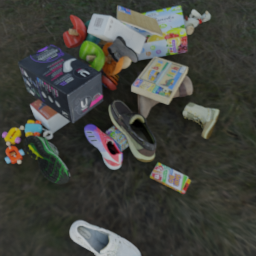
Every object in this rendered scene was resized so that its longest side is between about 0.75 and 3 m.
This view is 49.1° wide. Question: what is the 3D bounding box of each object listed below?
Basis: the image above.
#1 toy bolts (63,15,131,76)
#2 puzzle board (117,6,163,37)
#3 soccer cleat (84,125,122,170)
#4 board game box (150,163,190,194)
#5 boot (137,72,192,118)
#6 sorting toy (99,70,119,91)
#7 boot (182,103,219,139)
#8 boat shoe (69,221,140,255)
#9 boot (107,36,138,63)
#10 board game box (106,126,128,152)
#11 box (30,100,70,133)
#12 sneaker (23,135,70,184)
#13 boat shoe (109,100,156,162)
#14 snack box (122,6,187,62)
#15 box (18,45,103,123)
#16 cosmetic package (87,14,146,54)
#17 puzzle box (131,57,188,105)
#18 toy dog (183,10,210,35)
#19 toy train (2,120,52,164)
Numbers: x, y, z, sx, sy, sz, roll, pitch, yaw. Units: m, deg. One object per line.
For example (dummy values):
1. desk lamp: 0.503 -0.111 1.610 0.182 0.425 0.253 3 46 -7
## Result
1. toy bolts: -1.325 -2.915 11.216 1.877 2.585 2.707 -8 67 -37
2. puzzle board: 0.402 -4.335 11.353 1.808 0.209 2.399 15 32 -12
3. soccer cleat: -0.821 0.468 9.436 0.682 0.732 1.999 -17 54 -34
4. board game box: 1.364 1.617 9.017 1.201 0.180 0.574 26 57 16
5. boot: 1.410 -1.432 10.857 2.121 1.019 2.901 1 51 1
6. sorting toy: -0.900 -2.105 11.311 1.559 0.937 0.640 40 86 25
7. boot: 2.554 -0.306 10.192 1.229 0.573 1.590 20 44 16
8. boat shoe: -0.539 2.999 7.087 2.021 0.700 0.716 27 64 -6
9. boot: -0.210 -2.578 9.940 1.181 0.412 0.777 42 64 -24
10. board game box: -0.369 0.376 9.810 0.406 0.414 0.789 -37 61 -22
11. box: -2.650 -0.709 10.431 1.111 0.776 1.459 38 61 25
12. sneaker: -2.471 0.956 9.086 2.020 0.788 0.861 47 21 22
13. boat shoe: 0.216 -0.107 9.470 0.985 0.872 2.690 -8 50 -36
14. snack box: 1.141 -4.291 12.794 2.848 0.964 2.402 -6 51 10
15. box: -2.302 -1.574 9.724 2.529 1.341 1.546 33 56 25
16. cosmetic package: -0.407 -3.576 10.800 1.065 2.095 0.776 28 100 41
17. puzzle box: 1.212 -1.831 10.421 1.455 0.278 2.187 21 49 14
18. toy dog: 3.316 -5.462 14.007 1.143 0.835 1.733 30 66 26
19. toy train: -3.563 0.503 9.716 1.748 0.486 1.313 -35 71 -27
